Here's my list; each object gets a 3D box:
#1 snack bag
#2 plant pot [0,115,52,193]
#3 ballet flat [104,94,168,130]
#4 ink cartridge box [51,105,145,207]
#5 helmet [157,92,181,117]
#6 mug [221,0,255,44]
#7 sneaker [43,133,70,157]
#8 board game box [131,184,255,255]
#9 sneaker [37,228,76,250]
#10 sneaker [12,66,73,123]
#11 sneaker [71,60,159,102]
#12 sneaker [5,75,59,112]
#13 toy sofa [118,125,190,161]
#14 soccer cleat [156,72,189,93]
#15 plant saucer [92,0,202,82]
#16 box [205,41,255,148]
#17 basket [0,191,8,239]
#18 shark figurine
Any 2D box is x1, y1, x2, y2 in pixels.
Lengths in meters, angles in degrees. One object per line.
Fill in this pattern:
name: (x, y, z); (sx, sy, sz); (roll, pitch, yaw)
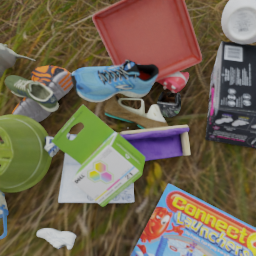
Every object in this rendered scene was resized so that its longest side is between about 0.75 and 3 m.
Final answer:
snack bag: (-0.833, 1.072, 7.833); (1.995, 0.226, 2.116); (1, 57, -2)
plant pot: (-3.078, 0.594, 6.677); (2.132, 2.025, 2.132); (0, 85, -5)
ballet flat: (0.396, -0.413, 8.430); (2.354, 0.798, 0.851); (24, 103, 20)
ink cartridge box: (-0.822, 0.687, 6.635); (1.986, 1.468, 0.752); (41, 25, -10)
helmet: (1.262, -0.700, 8.705); (0.802, 0.802, 0.765); (16, 70, 10)
mug: (3.747, -3.179, 8.070); (2.046, 1.510, 1.794); (13, 36, 25)
sneaker: (-1.942, 0.343, 7.435); (0.469, 0.328, 0.813); (35, 52, 9)
board game box: (1.499, 3.099, 6.217); (2.770, 0.774, 2.713); (25, 61, 16)
sneaker: (-1.761, 2.677, 6.772); (0.968, 0.361, 0.421); (8, 62, 6)
sneaker: (-2.902, -1.097, 9.027); (2.336, 0.906, 1.309); (-44, 50, -16)
sneaker: (-0.296, -1.514, 7.903); (2.764, 1.243, 1.083); (-11, 72, -35)
sneaker: (-2.757, -1.131, 7.951); (1.729, 0.776, 0.580); (30, 66, 3)
toy sofa: (0.647, 0.454, 7.549); (2.030, 0.991, 0.841); (-6, 87, -12)
soccer cleat: (0.997, -2.032, 9.583); (2.245, 0.749, 0.858); (35, 75, 16)
plant saucer: (0.634, -2.759, 8.606); (2.619, 2.624, 0.482); (-22, 26, 9)
box: (3.433, -1.005, 8.433); (1.847, 1.603, 2.795); (10, 56, 8)
basket: (-3.456, 2.146, 6.772); (1.102, 0.869, 1.250); (-15, 55, 2)
shark figurine: (-4.188, -2.084, 8.604); (1.853, 3.101, 1.294); (21, 92, 4)
